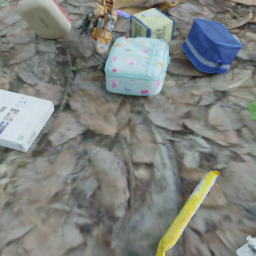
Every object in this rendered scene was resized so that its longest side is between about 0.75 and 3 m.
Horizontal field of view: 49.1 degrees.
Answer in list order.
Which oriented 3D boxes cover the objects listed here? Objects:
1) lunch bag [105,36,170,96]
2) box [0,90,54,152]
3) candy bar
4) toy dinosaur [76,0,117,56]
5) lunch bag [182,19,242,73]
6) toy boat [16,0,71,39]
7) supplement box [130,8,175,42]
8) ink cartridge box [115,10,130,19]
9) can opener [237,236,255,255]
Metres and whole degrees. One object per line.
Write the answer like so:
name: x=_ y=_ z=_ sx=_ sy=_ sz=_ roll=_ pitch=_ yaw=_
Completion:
lunch bag: x=0.322 y=-1.849 z=8.031 sx=1.702 sy=0.818 sz=2.123 roll=6 pitch=47 yaw=10
box: x=-3.159 y=-0.286 z=7.114 sx=2.064 sy=0.375 sz=1.490 roll=15 pitch=51 yaw=10
candy bar: x=1.148 y=1.608 z=5.381 sx=0.242 sy=0.545 sz=2.185 roll=37 pitch=58 yaw=14
toy dinosaur: x=-0.706 y=-3.207 z=8.424 sx=1.101 sy=1.463 sz=2.155 roll=33 pitch=76 yaw=-21
lunch bag: x=2.449 y=-2.337 z=8.372 sx=1.141 sy=1.111 sz=1.679 roll=1 pitch=47 yaw=-23
toy boat: x=-2.642 y=-3.813 z=9.062 sx=1.226 sy=1.879 sz=1.228 roll=-9 pitch=67 yaw=16
supplement box: x=0.793 y=-3.376 z=9.481 sx=1.089 sy=0.732 sz=1.090 roll=-26 pitch=54 yaw=-21
ink cartridge box: x=-0.294 y=-4.035 z=9.954 sx=0.540 sy=0.190 sz=0.905 roll=10 pitch=18 yaw=-24
can opener: x=2.839 y=2.003 z=5.157 sx=1.967 sy=0.518 sz=0.654 roll=-26 pitch=93 yaw=-19
